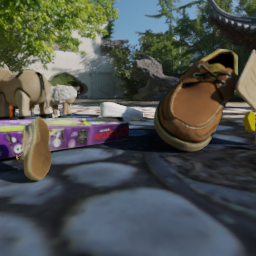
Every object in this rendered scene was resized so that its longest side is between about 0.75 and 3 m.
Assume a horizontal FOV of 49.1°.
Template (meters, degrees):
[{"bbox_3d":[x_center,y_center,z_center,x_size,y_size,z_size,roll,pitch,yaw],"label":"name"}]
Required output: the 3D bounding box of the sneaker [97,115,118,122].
[{"bbox_3d":[-0.442,-0.342,8.178,0.841,0.323,0.468,-5,26,29],"label":"sneaker"}]

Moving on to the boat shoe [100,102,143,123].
[{"bbox_3d":[-0.115,-0.242,5.518,0.980,0.336,0.353,15,-18,-41],"label":"boat shoe"}]

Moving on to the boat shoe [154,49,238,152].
[{"bbox_3d":[1.315,-0.723,4.997,1.075,1.016,2.989,27,36,9],"label":"boat shoe"}]

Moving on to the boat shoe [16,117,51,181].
[{"bbox_3d":[-0.974,0.230,2.889,0.247,0.289,0.789,-23,41,10],"label":"boat shoe"}]

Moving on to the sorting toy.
[{"bbox_3d":[2.133,-0.452,4.610,0.204,1.136,1.525,-23,26,53],"label":"sorting toy"}]

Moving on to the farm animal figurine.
[{"bbox_3d":[-3.210,-0.931,7.154,2.931,1.545,2.964,-2,7,19],"label":"farm animal figurine"}]

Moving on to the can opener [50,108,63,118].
[{"bbox_3d":[-2.586,-0.616,10.599,0.274,0.217,0.826,21,39,34],"label":"can opener"}]

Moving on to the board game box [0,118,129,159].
[{"bbox_3d":[-1.423,0.075,4.753,1.615,0.435,2.692,11,11,37],"label":"board game box"}]
